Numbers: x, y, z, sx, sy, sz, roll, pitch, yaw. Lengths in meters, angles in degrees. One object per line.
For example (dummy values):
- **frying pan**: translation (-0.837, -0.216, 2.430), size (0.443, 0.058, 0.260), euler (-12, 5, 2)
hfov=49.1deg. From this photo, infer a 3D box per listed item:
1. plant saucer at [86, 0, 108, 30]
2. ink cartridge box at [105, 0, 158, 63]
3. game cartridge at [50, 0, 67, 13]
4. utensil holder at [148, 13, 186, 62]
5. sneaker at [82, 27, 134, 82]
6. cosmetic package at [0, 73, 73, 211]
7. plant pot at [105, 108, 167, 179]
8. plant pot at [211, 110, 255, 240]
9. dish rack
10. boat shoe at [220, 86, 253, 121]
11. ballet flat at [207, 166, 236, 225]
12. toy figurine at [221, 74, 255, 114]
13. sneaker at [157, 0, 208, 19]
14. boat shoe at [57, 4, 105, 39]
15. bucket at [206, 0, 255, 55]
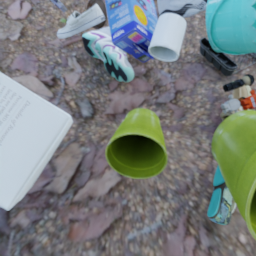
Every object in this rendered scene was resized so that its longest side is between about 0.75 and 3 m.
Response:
- **plant saucer**: translation (-0.958, -3.650, 8.929), size (0.168, 0.978, 0.978), euler (-23, 56, -42)
- **ink cartridge box**: translation (0.192, -2.702, 7.424), size (0.796, 1.423, 2.086), euler (-20, 69, 34)
- **game cartridge**: translation (-1.817, -3.059, 6.469), size (0.867, 0.562, 0.166), euler (44, 92, -9)
- **utensil holder**: translation (0.912, -2.050, 6.382), size (0.712, 0.712, 0.838), euler (16, 80, 11)
- **sneaker**: translation (-0.199, -3.090, 10.669), size (2.055, 1.142, 2.937), euler (-33, 62, -19)
- **cosmetic package**: translation (-2.793, 0.023, 5.936), size (2.516, 2.106, 2.093), euler (33, 83, -8)
- **plant pot**: translation (0.234, 0.227, 5.959), size (1.236, 1.236, 1.191), euler (7, 39, 5)
- **plant pot**: translation (2.708, 0.666, 5.337), size (2.269, 2.269, 2.185), euler (-10, 23, -7)
- **dish rack**: translation (4.186, -3.058, 10.950), size (2.452, 0.669, 1.880), euler (-26, 61, -17)
- **boat shoe**: translation (3.471, -0.467, 9.041), size (0.831, 0.917, 2.574), euler (9, 58, 6)
- **ballet flat**: translation (2.721, 1.747, 7.795), size (0.747, 0.747, 2.011), euler (20, 60, 13)
- **toy figurine**: translation (2.971, -0.649, 7.057), size (0.794, 1.124, 1.142), euler (-21, 45, -8)
- **sneaker**: translation (2.055, -4.389, 8.748), size (2.635, 1.514, 0.990), euler (-19, 22, 9)
- **boat shoe**: translation (-1.615, -3.391, 8.944), size (1.849, 0.607, 0.665), euler (-8, 31, 33)
- **bucket**: translation (2.740, -2.657, 6.791), size (1.181, 1.815, 1.815), euler (6, 51, 40)
